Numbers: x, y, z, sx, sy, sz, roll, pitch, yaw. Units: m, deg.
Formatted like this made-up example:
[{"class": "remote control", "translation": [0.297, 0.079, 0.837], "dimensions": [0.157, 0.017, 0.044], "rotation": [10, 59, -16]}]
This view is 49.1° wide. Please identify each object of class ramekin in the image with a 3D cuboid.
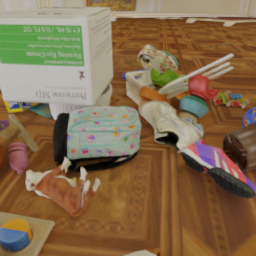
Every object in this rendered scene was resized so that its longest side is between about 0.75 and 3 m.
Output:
[{"class": "ramekin", "translation": [-1.712, -0.943, 9.962], "dimensions": [2.274, 1.193, 2.274], "rotation": [3, 31, -2]}]

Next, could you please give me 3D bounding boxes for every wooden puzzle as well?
[{"class": "wooden puzzle", "translation": [-2.583, 2.163, 4.948], "dimensions": [1.894, 0.473, 2.045], "rotation": [6, 28, 11]}]

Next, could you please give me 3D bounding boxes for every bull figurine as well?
[{"class": "bull figurine", "translation": [-1.515, 1.268, 6.364], "dimensions": [1.777, 0.579, 1.079], "rotation": [26, 72, 27]}]

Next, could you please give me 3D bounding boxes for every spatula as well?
[{"class": "spatula", "translation": [2.302, -1.620, 9.399], "dimensions": [2.565, 0.206, 1.783], "rotation": [-23, -14, 15]}]

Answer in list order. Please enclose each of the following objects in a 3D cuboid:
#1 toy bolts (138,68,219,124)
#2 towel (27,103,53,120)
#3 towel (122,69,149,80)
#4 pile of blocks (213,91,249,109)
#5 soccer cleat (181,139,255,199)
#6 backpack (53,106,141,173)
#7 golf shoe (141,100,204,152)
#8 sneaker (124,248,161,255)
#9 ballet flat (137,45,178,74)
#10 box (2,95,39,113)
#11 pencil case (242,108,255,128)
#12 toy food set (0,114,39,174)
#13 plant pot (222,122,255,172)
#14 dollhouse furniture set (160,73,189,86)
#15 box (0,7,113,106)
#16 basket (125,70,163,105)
[{"class": "toy bolts", "translation": [1.853, -0.764, 10.035], "dimensions": [2.486, 1.805, 2.603], "rotation": [31, -6, -39]}, {"class": "towel", "translation": [-3.047, -0.735, 10.813], "dimensions": [1.431, 0.155, 1.050], "rotation": [21, 35, 34]}, {"class": "towel", "translation": [1.221, -2.423, 13.981], "dimensions": [1.919, 0.316, 2.651], "rotation": [-23, 37, -39]}, {"class": "pile of blocks", "translation": [4.062, -1.103, 11.043], "dimensions": [1.458, 0.599, 0.453], "rotation": [4, 28, 8]}, {"class": "soccer cleat", "translation": [2.235, 0.897, 6.795], "dimensions": [0.797, 0.743, 2.179], "rotation": [-40, 34, -13]}, {"class": "backpack", "translation": [-0.804, 0.168, 7.672], "dimensions": [2.355, 1.491, 1.965], "rotation": [-2, 26, -9]}, {"class": "golf shoe", "translation": [1.095, -0.079, 8.744], "dimensions": [1.196, 0.963, 2.459], "rotation": [-30, 41, -29]}, {"class": "sneaker", "translation": [0.663, 2.532, 3.844], "dimensions": [0.970, 0.834, 2.291], "rotation": [-13, 29, -19]}, {"class": "ballet flat", "translation": [1.157, -2.739, 11.781], "dimensions": [0.943, 1.116, 2.951], "rotation": [-38, 27, 3]}, {"class": "box", "translation": [-3.763, -1.299, 11.020], "dimensions": [0.772, 0.708, 2.203], "rotation": [-4, 21, 26]}, {"class": "pencil case", "translation": [5.078, -0.291, 8.822], "dimensions": [2.883, 1.252, 1.125], "rotation": [-11, 60, -19]}, {"class": "toy food set", "translation": [-3.379, 0.539, 6.911], "dimensions": [0.457, 1.843, 2.899], "rotation": [-32, 7, 30]}, {"class": "plant pot", "translation": [3.373, 0.461, 7.376], "dimensions": [1.390, 1.404, 1.404], "rotation": [-15, 30, -12]}, {"class": "dollhouse furniture set", "translation": [2.326, -2.567, 13.144], "dimensions": [1.776, 0.891, 1.163], "rotation": [20, 34, 12]}, {"class": "box", "translation": [-2.076, -2.288, 8.468], "dimensions": [2.787, 2.399, 2.800], "rotation": [4, 28, 8]}, {"class": "basket", "translation": [0.674, -1.641, 11.609], "dimensions": [1.122, 1.021, 1.655], "rotation": [-11, 30, -20]}]
